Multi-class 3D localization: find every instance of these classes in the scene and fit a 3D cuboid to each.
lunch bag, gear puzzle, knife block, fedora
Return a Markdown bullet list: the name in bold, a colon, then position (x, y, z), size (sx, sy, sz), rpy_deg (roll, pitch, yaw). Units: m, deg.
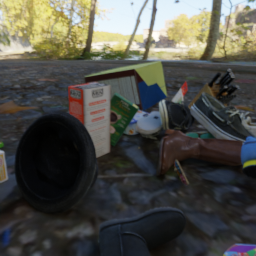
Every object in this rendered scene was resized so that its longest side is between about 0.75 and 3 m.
- **lunch bag**: position (0.003, -0.279, 10.962), size (1.436, 0.677, 1.792), rpy_deg (-17, 23, -38)
- **gear puzzle**: position (1.214, 1.062, 6.677), size (0.153, 0.604, 1.167), rpy_deg (-26, -10, 4)
- **knife block**: position (3.722, -1.563, 12.425), size (0.802, 2.199, 2.505), rpy_deg (-5, 18, -19)
- **fedora**: position (-1.450, 0.776, 6.277), size (2.288, 2.288, 1.045), rpy_deg (11, -11, 30)

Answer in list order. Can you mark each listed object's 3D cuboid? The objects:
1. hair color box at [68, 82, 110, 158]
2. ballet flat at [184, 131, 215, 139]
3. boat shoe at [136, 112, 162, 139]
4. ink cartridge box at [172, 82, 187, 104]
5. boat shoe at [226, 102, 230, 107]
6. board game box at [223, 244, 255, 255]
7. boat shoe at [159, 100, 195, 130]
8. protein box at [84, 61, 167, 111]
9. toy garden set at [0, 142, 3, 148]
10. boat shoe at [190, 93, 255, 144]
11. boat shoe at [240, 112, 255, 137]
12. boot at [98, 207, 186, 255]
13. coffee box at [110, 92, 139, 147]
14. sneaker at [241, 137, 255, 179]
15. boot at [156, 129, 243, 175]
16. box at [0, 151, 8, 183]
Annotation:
- **hair color box**: position (-1.100, -0.187, 8.195), size (0.652, 2.128, 1.080), rpy_deg (17, 24, 37)
- **ballet flat**: position (2.289, 0.350, 9.416), size (1.408, 0.474, 0.448), rpy_deg (-4, 4, -27)
- **boat shoe**: position (0.765, -0.002, 9.782), size (0.789, 0.730, 2.136), rpy_deg (18, 21, 10)
- **ink cartridge box**: position (2.560, -1.490, 13.396), size (0.301, 1.200, 0.966), rpy_deg (36, -7, 24)
- **boat shoe**: position (4.601, -1.221, 14.159), size (1.558, 0.489, 0.566), rpy_deg (-12, 21, -32)
- **board game box**: position (2.354, 2.089, 3.969), size (2.005, 0.390, 1.584), rpy_deg (2, 18, 6)
- **boat shoe**: position (1.744, -0.438, 9.862), size (0.885, 1.061, 2.844), rpy_deg (-11, -8, 23)
- **protein box**: position (-0.047, -1.876, 13.095), size (2.702, 1.823, 2.682), rpy_deg (-2, 17, 32)
- **toy garden set**: position (-5.085, 0.601, 8.397), size (1.636, 0.392, 1.963), rpy_deg (4, 15, 10)
- **boat shoe**: position (3.207, -0.285, 9.361), size (1.060, 1.043, 2.942), rpy_deg (-1, 32, -37)
- **boat shoe**: position (4.079, -0.105, 9.847), size (2.305, 0.983, 0.852), rpy_deg (10, 20, 29)
- **boot**: position (0.306, 1.938, 3.955), size (1.550, 0.617, 1.880), rpy_deg (-14, 13, -2)
- **coffee box**: position (-0.431, -0.261, 9.050), size (0.945, 1.536, 0.338), rpy_deg (31, 17, -4)
- **sneaker**: position (4.048, 0.549, 6.172), size (2.936, 0.968, 1.151), rpy_deg (-2, 53, 32)
- **boot**: position (2.072, 0.780, 7.652), size (2.420, 0.777, 2.255), rpy_deg (13, 30, 12)
- **box**: position (-3.657, 1.059, 6.512), size (0.723, 0.803, 1.427), rpy_deg (10, 19, 27)
